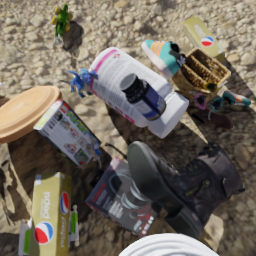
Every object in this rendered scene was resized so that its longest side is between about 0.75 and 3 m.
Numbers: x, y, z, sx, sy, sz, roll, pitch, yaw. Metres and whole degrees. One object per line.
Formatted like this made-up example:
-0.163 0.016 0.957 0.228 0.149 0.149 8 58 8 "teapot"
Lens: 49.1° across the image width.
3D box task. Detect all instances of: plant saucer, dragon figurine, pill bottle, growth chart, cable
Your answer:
-3.050 -0.494 8.066 2.433 0.393 2.433 -19 34 14 "plant saucer"
-1.377 -1.395 7.899 0.510 0.861 1.733 -20 37 -32 "dragon figurine"
0.274 -1.037 8.415 2.826 1.602 1.602 37 70 16 "pill bottle"
-2.080 2.810 7.371 1.658 0.147 1.200 -12 67 -5 "growth chart"
0.356 -0.764 6.883 0.684 1.224 0.684 -29 38 26 "pill bottle"
-0.870 0.707 7.561 0.221 0.374 0.753 -33 102 16 "dragon figurine"
0.880 3.754 5.767 2.975 1.030 2.974 26 64 14 "cable"

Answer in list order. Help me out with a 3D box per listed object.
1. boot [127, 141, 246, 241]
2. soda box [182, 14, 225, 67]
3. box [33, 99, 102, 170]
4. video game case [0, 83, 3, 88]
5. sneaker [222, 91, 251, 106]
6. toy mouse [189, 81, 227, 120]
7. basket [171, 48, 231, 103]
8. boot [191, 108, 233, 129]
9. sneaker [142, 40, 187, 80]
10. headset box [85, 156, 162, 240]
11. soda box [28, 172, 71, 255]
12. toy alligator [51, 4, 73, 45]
1.601 1.108 7.333 2.582 1.027 2.966 -36 90 -35 "boot"
2.634 -3.058 9.845 0.598 0.632 1.867 -30 67 6 "soda box"
-1.583 0.229 7.716 0.327 1.882 1.036 10 57 42 "box"
-4.499 -1.196 9.057 0.558 0.070 0.779 12 56 12 "video game case"
3.474 -0.858 9.043 0.932 0.332 0.372 22 77 6 "sneaker"
2.337 -0.790 8.247 1.254 0.243 1.115 -4 94 -16 "toy mouse"
2.213 -1.630 8.830 1.060 1.107 1.485 -28 67 -35 "basket"
2.549 -0.209 8.509 1.089 0.394 0.906 40 40 27 "boot"
1.096 -2.236 8.473 0.870 0.777 2.177 -36 39 10 "sneaker"
-0.073 1.816 7.500 1.960 0.757 1.459 30 68 11 "headset box"
-1.942 2.304 7.059 0.720 0.762 2.249 -5 68 10 "soda box"
-2.520 -3.758 10.343 0.642 0.465 1.936 21 61 -26 "toy alligator"
